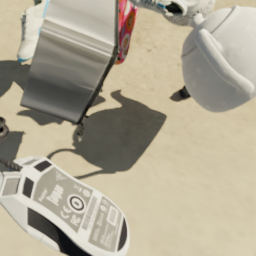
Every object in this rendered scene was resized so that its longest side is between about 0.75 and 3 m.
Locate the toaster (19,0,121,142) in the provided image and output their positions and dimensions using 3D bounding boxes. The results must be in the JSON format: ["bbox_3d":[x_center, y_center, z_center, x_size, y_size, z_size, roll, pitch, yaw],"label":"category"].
[{"bbox_3d":[-1.071,-1.322,5.320,1.332,2.029,2.244,16,47,-20],"label":"toaster"}]

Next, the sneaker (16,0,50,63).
[{"bbox_3d":[-2.906,-3.013,8.546,0.884,0.933,2.310,-6,58,44],"label":"sneaker"}]

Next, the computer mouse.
[{"bbox_3d":[-1.092,0.819,3.254,2.524,0.554,1.384,38,23,-9],"label":"computer mouse"}]

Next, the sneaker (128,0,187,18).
[{"bbox_3d":[0.638,-2.730,6.045,1.403,0.526,0.608,13,32,-5],"label":"sneaker"}]

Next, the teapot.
[{"bbox_3d":[2.116,-1.741,6.305,1.946,2.665,2.630,43,75,-11],"label":"teapot"}]

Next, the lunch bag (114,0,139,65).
[{"bbox_3d":[-0.879,-3.165,8.066,2.135,2.424,0.993,20,18,20],"label":"lunch bag"}]

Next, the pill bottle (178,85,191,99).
[{"bbox_3d":[2.112,-1.300,9.357,0.825,0.461,0.461,-29,58,-21],"label":"pill bottle"}]

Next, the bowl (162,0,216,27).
[{"bbox_3d":[1.423,-3.201,6.644,1.520,1.520,0.713,5,20,4],"label":"bowl"}]
